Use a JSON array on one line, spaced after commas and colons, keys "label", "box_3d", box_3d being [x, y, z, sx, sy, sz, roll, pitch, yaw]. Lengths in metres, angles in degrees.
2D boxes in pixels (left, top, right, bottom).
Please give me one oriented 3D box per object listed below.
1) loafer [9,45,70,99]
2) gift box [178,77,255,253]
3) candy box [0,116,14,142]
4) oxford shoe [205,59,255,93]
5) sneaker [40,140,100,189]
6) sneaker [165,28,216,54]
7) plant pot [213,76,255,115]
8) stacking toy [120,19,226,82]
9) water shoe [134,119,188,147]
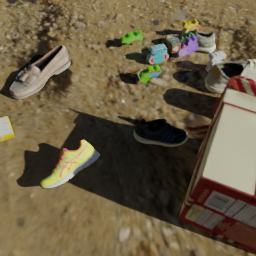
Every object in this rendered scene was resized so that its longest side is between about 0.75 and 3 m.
[{"label": "loafer", "box_3d": [-2.759, -1.810, 8.663, 0.816, 0.714, 2.270, 31, 58, 22]}, {"label": "gift box", "box_3d": [2.354, 0.693, 5.565, 2.658, 2.453, 2.482, 24, 56, 9]}, {"label": "candy box", "box_3d": [-3.712, 0.176, 7.256, 1.341, 0.177, 0.686, -20, 59, -18]}, {"label": "oxford shoe", "box_3d": [3.759, -1.680, 8.510, 2.853, 0.824, 1.073, -8, 49, -9]}, {"label": "sneaker", "box_3d": [-1.405, 0.803, 6.356, 1.467, 0.573, 0.663, -36, 99, -18]}, {"label": "sneaker", "box_3d": [2.190, -3.158, 9.685, 1.790, 0.793, 0.688, 8, 52, 6]}, {"label": "plant pot", "box_3d": [2.968, -0.768, 7.627, 1.075, 1.046, 1.075, 0, 52, 0]}, {"label": "stacking toy", "box_3d": [1.459, -2.558, 9.353, 2.980, 0.700, 2.247, -14, 51, -8]}, {"label": "water shoe", "box_3d": [0.918, 0.099, 7.022, 1.537, 0.606, 0.549, 0, 48, -24]}]
